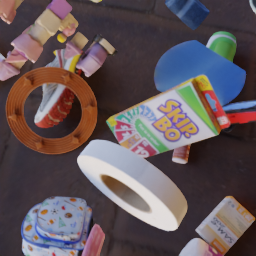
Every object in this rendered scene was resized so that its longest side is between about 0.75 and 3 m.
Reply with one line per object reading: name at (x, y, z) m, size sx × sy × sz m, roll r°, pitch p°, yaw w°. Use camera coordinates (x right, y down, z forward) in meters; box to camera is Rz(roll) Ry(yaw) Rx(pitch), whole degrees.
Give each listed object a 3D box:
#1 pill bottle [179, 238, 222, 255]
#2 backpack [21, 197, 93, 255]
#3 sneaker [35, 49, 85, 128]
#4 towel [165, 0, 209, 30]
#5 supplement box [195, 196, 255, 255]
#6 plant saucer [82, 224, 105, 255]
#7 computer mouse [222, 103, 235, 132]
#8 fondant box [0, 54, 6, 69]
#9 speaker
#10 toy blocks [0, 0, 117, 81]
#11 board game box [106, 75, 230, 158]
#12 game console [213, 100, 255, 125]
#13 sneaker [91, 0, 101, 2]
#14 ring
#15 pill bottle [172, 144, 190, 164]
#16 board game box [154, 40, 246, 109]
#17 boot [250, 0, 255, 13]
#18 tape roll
pill bottle at (2.310, 3.943, 6.992) m, size 2.215 × 1.243 × 1.243 m, roll 36°, pitch 78°, yaw 9°
backpack at (-1.403, 2.015, 5.524) m, size 1.317 × 1.383 × 1.065 m, roll 0°, pitch 113°, yaw -1°
sneaker at (-2.196, -1.230, 8.537) m, size 1.107 × 1.049 × 2.695 m, roll 15°, pitch 67°, yaw 8°
towel at (1.613, -3.268, 7.627) m, size 1.176 × 0.285 × 0.657 m, roll 33°, pitch 105°, yaw -23°
supplement box at (2.657, 2.664, 7.699) m, size 1.365 × 0.502 × 0.860 m, roll -44°, pitch 79°, yaw -10°
plant saucer at (-0.687, 2.374, 5.295) m, size 0.262 × 1.034 × 1.034 m, roll 18°, pitch 76°, yaw 5°
computer mouse at (1.691, -0.422, 8.237) m, size 2.613 × 0.689 × 1.809 m, roll -19°, pitch 109°, yaw 6°
fondant box at (-4.799, -2.237, 8.994) m, size 1.587 × 0.462 × 1.145 m, roll 42°, pitch 79°, yaw 9°
speaker at (2.675, -1.886, 8.682) m, size 0.931 × 0.931 × 2.104 m, roll 21°, pitch 76°, yaw 5°
toy blocks at (-1.932, -1.646, 5.777) m, size 2.336 × 2.183 × 1.966 m, roll 39°, pitch 89°, yaw -25°
board game box at (0.734, -0.098, 5.809) m, size 2.416 × 0.362 × 1.154 m, roll -23°, pitch 104°, yaw 34°
game console at (2.924, -0.450, 6.222) m, size 2.258 × 1.997 × 0.350 m, roll -16°, pitch 94°, yaw -43°
sneaker at (-1.090, -3.844, 6.904) m, size 1.440 × 0.756 × 0.545 m, roll 37°, pitch 36°, yaw -9°
ring at (-2.143, -0.439, 7.999) m, size 2.550 × 0.245 × 2.550 m, roll -2°, pitch 104°, yaw -10°
pill bottle at (1.585, 0.634, 8.269) m, size 0.428 × 0.428 × 0.763 m, roll 13°, pitch 77°, yaw 3°
board game box at (1.691, -1.280, 6.821) m, size 2.096 × 1.656 × 0.408 m, roll 27°, pitch 49°, yaw -13°
boot at (3.332, -1.968, 5.526) m, size 1.743 × 0.875 × 2.417 m, roll 33°, pitch 41°, yaw -29°
tape roll at (0.044, 1.062, 5.064) m, size 2.164 × 2.164 × 0.395 m, roll 33°, pitch 65°, yaw 8°
